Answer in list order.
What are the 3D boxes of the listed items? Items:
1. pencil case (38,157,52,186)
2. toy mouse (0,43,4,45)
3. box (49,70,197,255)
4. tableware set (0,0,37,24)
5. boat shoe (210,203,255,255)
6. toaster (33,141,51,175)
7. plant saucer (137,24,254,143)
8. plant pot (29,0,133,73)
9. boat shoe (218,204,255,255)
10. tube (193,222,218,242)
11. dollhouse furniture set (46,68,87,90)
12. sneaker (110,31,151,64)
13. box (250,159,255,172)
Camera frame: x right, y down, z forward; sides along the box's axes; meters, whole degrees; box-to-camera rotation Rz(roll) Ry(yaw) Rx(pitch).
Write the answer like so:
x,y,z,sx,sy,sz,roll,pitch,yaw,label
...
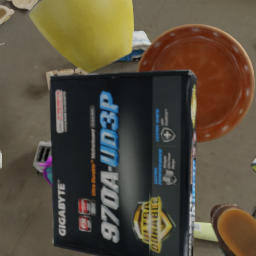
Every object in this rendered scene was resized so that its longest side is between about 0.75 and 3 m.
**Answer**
x,y,z,sx,sy,sz,roll,pitch,yaw,label
-0.870,0.383,6.216,1.027,0.946,2.222,54,49,-22,pencil case
-3.504,-1.915,6.681,0.798,0.709,0.154,2,107,19,toy mouse
-0.106,0.573,4.415,2.249,0.651,2.830,2,95,20,box
-4.783,-4.866,10.562,2.479,0.288,2.070,34,71,13,tableware set
1.971,2.007,4.042,0.742,0.741,2.109,-32,82,-5,boat shoe
-2.147,0.880,7.960,0.879,0.577,0.973,8,68,4,toaster
1.385,-0.917,6.122,2.533,2.533,0.409,35,30,14,plant saucer
-0.827,-2.393,6.813,2.445,2.445,1.735,-30,106,-12,plant pot
2.289,2.429,5.497,0.951,1.056,2.988,18,75,22,boat shoe
2.205,2.731,7.321,1.453,0.422,0.377,6,23,0,tube
-1.937,-1.614,9.107,1.247,0.647,0.552,-7,107,-3,dollhouse furniture set
-0.485,-2.826,9.453,2.522,0.945,1.093,-5,61,-11,sneaker
3.471,0.675,6.260,0.696,1.264,0.219,-34,94,-29,box
